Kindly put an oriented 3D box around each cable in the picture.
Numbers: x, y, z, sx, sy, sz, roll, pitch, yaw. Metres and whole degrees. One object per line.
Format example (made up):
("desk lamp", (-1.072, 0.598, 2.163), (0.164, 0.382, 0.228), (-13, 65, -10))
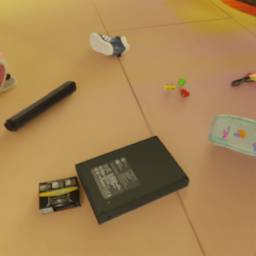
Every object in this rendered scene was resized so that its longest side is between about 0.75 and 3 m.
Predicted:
("cable", (4.605, -1.966, 10.994), (1.311, 0.330, 0.637), (-9, 46, -9))

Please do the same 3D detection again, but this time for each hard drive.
("hard drive", (0.082, 1.295, 7.704), (2.634, 0.433, 1.838), (-19, 48, -18))

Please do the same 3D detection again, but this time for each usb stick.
("usb stick", (-2.945, -0.803, 9.656), (0.786, 0.462, 2.835), (4, 37, 47))

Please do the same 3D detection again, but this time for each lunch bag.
("lunch bag", (3.445, 0.317, 7.846), (2.327, 1.867, 0.897), (17, 92, 13))

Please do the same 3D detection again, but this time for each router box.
("router box", (-1.803, 1.759, 7.364), (1.042, 0.272, 0.819), (-9, 46, -9))

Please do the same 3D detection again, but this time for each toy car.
("toy car", (1.948, -1.545, 10.625), (1.013, 0.226, 0.953), (23, 50, 15))

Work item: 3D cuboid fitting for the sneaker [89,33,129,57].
("sneaker", (-0.772, -3.820, 12.635), (1.342, 0.738, 1.833), (-21, 44, -32))

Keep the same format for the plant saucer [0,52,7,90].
("plant saucer", (-4.638, -1.477, 8.942), (0.623, 2.460, 2.460), (25, 47, -7))

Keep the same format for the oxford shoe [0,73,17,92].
("oxford shoe", (-5.064, -1.530, 10.438), (1.836, 0.530, 0.690), (-36, 57, -28))
